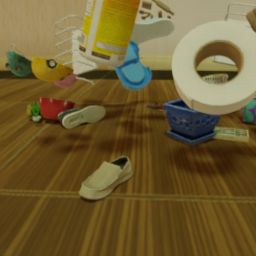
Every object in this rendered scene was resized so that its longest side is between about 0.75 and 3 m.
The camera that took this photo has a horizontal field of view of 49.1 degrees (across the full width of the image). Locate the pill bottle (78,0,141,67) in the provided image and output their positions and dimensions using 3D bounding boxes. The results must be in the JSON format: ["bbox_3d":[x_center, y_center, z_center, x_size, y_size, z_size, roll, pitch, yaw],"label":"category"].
[{"bbox_3d":[-0.393,-2.569,6.406,1.151,2.107,1.151,14,24,-6],"label":"pill bottle"}]

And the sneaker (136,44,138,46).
[{"bbox_3d":[0.222,-3.688,12.262,0.700,1.703,0.630,44,-8,12],"label":"sneaker"}]

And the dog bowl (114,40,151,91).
[{"bbox_3d":[0.030,-2.005,9.089,1.022,1.834,0.455,-22,-14,-13],"label":"dog bowl"}]

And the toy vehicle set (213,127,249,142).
[{"bbox_3d":[3.459,0.210,9.677,1.280,0.170,0.795,6,19,18],"label":"toy vehicle set"}]

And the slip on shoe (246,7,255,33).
[{"bbox_3d":[3.376,-1.527,6.451,0.830,2.739,1.041,-14,37,20],"label":"slip on shoe"}]

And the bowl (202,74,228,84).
[{"bbox_3d":[3.601,-1.555,12.987,2.315,1.087,2.315,-15,-8,-2],"label":"bowl"}]

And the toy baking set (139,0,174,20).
[{"bbox_3d":[1.249,-4.704,11.660,1.784,0.208,1.369,24,-16,-18],"label":"toy baking set"}]

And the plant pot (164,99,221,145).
[{"bbox_3d":[2.115,-0.234,9.218,1.383,1.243,1.383,-16,24,-31],"label":"plant pot"}]

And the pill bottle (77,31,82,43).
[{"bbox_3d":[-0.785,-3.525,10.105,1.950,1.105,1.105,-47,33,-10],"label":"pill bottle"}]

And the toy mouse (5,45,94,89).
[{"bbox_3d":[-2.340,-1.513,7.614,2.682,0.519,2.383,13,2,-44],"label":"toy mouse"}]

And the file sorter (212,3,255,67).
[{"bbox_3d":[3.950,-3.347,10.070,1.307,1.883,1.173,17,-13,19],"label":"file sorter"}]

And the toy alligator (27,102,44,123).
[{"bbox_3d":[-3.763,-0.521,11.448,0.693,0.502,2.089,-5,25,-14],"label":"toy alligator"}]

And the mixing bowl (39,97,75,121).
[{"bbox_3d":[-2.882,-0.709,11.168,1.459,0.790,1.459,8,-1,0],"label":"mixing bowl"}]

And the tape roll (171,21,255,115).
[{"bbox_3d":[1.924,-1.277,6.069,1.945,1.945,0.680,5,-12,15],"label":"tape roll"}]

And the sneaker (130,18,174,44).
[{"bbox_3d":[0.593,-3.330,9.644,2.013,0.744,0.825,-1,23,12],"label":"sneaker"}]

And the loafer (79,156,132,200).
[{"bbox_3d":[-0.494,1.085,6.402,0.620,0.560,1.639,12,22,31],"label":"loafer"}]

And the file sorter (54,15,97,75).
[{"bbox_3d":[-2.259,-3.439,11.841,1.407,2.028,1.263,-7,-7,37],"label":"file sorter"}]

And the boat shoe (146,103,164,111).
[{"bbox_3d":[1.299,-1.022,13.148,0.968,0.340,0.341,7,20,23],"label":"boat shoe"}]

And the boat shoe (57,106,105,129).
[{"bbox_3d":[-1.801,-0.537,11.052,1.992,0.715,0.673,-17,29,-37],"label":"boat shoe"}]

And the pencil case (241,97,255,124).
[{"bbox_3d":[5.627,-0.632,10.711,2.408,1.113,1.025,8,23,23],"label":"pencil case"}]
